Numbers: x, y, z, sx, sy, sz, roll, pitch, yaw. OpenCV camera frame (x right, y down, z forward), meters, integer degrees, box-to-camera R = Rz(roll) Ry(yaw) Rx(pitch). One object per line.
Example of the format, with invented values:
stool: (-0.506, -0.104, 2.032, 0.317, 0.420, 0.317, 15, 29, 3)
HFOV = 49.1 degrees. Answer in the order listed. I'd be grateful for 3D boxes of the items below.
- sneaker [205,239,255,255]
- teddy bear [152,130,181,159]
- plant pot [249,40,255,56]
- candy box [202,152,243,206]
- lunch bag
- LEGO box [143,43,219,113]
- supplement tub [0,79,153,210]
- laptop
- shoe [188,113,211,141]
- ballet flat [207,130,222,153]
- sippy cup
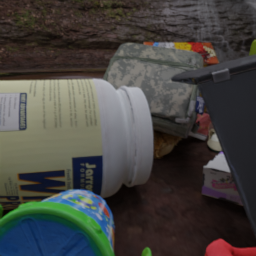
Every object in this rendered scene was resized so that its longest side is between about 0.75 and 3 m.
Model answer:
sneaker: (1.910, 1.390, 2.237, 2.747, 1.167, 1.058, 0, 15, 1)
teddy bear: (-0.001, 0.123, 7.472, 2.883, 0.962, 2.090, 11, 16, 33)
plant pot: (5.154, -1.047, 8.196, 2.735, 2.481, 2.721, 10, 12, -16)
candy box: (2.329, 0.887, 5.292, 1.353, 0.577, 1.613, 11, 18, 35)
lunch bag: (0.581, -0.814, 6.785, 2.462, 1.715, 2.065, 12, 46, 11)
LEGO box: (1.429, -1.192, 8.791, 2.032, 2.728, 1.053, 0, 47, -1)
supplement tub: (-1.213, 0.224, 4.802, 2.893, 2.097, 2.097, -4, 15, -13)
laptop: (2.269, -0.245, 3.850, 2.654, 1.642, 2.834, -14, 11, 1)
shoe: (1.740, -0.178, 7.909, 1.639, 0.746, 0.586, 17, 5, -37)
ballet flat: (2.422, 0.311, 7.806, 0.419, 0.419, 1.205, 2, 15, 9)
sippy cup: (-0.670, 1.239, 2.982, 1.290, 1.642, 1.203, -41, 0, 7)
